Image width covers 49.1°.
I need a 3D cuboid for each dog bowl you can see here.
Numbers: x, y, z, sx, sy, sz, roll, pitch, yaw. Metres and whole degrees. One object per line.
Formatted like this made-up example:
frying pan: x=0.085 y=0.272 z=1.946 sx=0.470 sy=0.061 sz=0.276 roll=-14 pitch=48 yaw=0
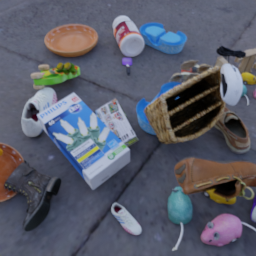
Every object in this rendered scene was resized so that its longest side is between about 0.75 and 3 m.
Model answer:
dog bowl: x=1.412 y=-0.700 z=10.277 sx=1.483 sy=0.659 sz=2.660 roll=38 pitch=56 yaw=24
dog bowl: x=1.658 y=-4.336 z=13.624 sx=2.415 sy=0.599 sz=1.346 roll=31 pitch=56 yaw=25

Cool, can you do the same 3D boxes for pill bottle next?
pill bottle: x=-0.052 y=-4.401 z=13.312 sx=1.139 sy=1.139 sz=2.079 roll=-12 pitch=49 yaw=-10

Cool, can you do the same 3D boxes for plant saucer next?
plant saucer: x=-3.973 y=1.317 z=8.297 sx=1.810 sy=0.292 sz=1.810 roll=17 pitch=58 yaw=-30
plant saucer: x=-2.730 y=-4.202 z=13.591 sx=2.535 sy=0.474 sz=2.535 roll=0 pitch=48 yaw=0

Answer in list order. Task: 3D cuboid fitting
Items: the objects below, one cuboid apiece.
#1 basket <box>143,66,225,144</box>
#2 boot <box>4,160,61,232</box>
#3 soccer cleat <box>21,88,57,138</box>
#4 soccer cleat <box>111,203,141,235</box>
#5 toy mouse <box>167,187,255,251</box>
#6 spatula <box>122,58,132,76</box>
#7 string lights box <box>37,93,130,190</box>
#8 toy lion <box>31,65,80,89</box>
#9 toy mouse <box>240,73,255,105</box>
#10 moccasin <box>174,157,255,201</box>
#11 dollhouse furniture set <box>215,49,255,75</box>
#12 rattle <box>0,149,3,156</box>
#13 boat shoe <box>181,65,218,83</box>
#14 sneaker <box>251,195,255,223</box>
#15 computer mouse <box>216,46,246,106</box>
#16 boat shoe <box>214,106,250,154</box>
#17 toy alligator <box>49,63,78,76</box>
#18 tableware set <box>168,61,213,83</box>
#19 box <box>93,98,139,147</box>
basket: x=1.950 y=-0.527 z=8.650 sx=2.324 sy=1.731 sz=1.659 roll=-27 pitch=87 yaw=-19
boot: x=-2.944 y=1.908 z=8.102 sx=1.566 sy=0.623 sz=1.798 roll=15 pitch=57 yaw=18
soccer cleat: x=-3.198 y=-0.811 z=10.188 sx=0.878 sy=1.086 sz=2.515 roll=2 pitch=48 yaw=2
soccer cleat: x=-0.078 y=2.495 z=7.688 sx=1.076 sy=0.465 sz=0.376 roll=36 pitch=58 yaw=27
toy mouse: x=2.052 y=2.316 z=7.688 sx=2.593 sy=0.565 sz=2.917 roll=-36 pitch=54 yaw=-25
spatula: x=-0.022 y=-2.704 z=12.369 sx=0.447 sy=0.163 sz=1.582 roll=2 pitch=36 yaw=-5
string lights box: x=-1.417 y=0.339 z=8.792 sx=1.478 sy=0.848 sz=2.875 roll=-36 pitch=64 yaw=-21
toy lion: x=-2.857 y=-2.174 z=11.416 sx=1.724 sy=0.618 sz=1.799 roll=-3 pitch=28 yaw=1
toy mouse: x=4.959 y=-1.622 z=11.365 sx=1.998 sy=0.387 sz=1.776 roll=17 pitch=51 yaw=15
moccasin: x=2.575 y=1.399 z=7.269 sx=2.891 sy=1.058 sz=1.116 roll=10 pitch=56 yaw=-31
dollhouse furniture set: x=4.988 y=-2.998 z=12.122 sx=2.120 sy=1.099 sz=0.938 roll=-19 pitch=53 yaw=-16
rattle: x=-4.091 y=1.310 z=7.454 sx=1.092 sy=0.995 sz=1.529 roll=0 pitch=35 yaw=18
boat shoe: x=3.217 y=-2.215 z=11.514 sx=2.094 sy=0.745 sz=0.655 roll=13 pitch=74 yaw=8
sneaker: x=3.721 y=2.202 z=7.929 sx=0.375 sy=0.537 sz=1.079 roll=30 pitch=69 yaw=11
computer mouse: x=3.008 y=-1.521 z=8.018 sx=0.997 sy=0.399 sz=1.818 roll=11 pitch=71 yaw=-25
boat shoe: x=3.541 y=-0.216 z=9.750 sx=0.885 sy=0.839 sz=2.337 roll=-20 pitch=50 yaw=-5
toy alligator: x=-2.460 y=-2.280 z=10.653 sx=1.544 sy=0.512 sz=0.371 roll=8 pitch=70 yaw=35
tableware set: x=2.321 y=-2.064 z=10.448 sx=1.282 sy=1.534 sz=0.178 roll=-2 pitch=71 yaw=-22
box: x=-0.472 y=-0.088 z=9.758 sx=1.025 sy=0.323 sz=1.862 roll=-30 pitch=55 yaw=5
